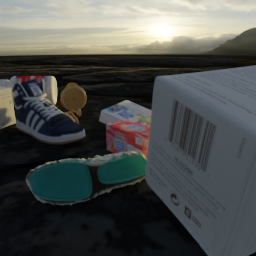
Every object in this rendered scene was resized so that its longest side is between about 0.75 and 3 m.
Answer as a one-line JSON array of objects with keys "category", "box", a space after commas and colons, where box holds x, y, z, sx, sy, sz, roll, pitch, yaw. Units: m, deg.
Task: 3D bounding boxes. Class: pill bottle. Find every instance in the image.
[{"category": "pill bottle", "box": [-4.069, -1.515, 11.430, 2.142, 1.203, 1.203, -1, 18, -3]}]

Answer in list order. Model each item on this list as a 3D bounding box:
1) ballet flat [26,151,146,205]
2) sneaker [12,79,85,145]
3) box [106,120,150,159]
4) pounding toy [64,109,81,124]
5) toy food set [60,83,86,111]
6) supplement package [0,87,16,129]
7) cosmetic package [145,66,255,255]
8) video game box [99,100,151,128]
[{"category": "ballet flat", "box": [-0.679, 0.914, 5.099, 2.221, 0.797, 0.797, -5, 18, -23]}, {"category": "sneaker", "box": [-2.340, -0.526, 7.886, 2.792, 1.515, 0.979, 14, 23, 37]}, {"category": "box", "box": [0.126, 0.328, 6.612, 0.652, 0.706, 1.377, -13, 21, -37]}, {"category": "pounding toy", "box": [-1.813, -0.235, 8.720, 0.963, 0.551, 0.552, -14, 12, 22]}, {"category": "toy food set", "box": [-2.028, -1.098, 10.332, 0.980, 0.970, 0.239, 40, 1, -26]}, {"category": "supplement package", "box": [-4.758, -0.466, 8.214, 1.665, 1.185, 2.138, 6, 20, 21]}, {"category": "cosmetic package", "box": [1.764, 0.307, 4.150, 2.323, 1.932, 1.944, -10, 31, -24]}, {"category": "video game box", "box": [0.276, -0.216, 8.130, 1.688, 0.395, 1.538, 25, 24, 20]}]
